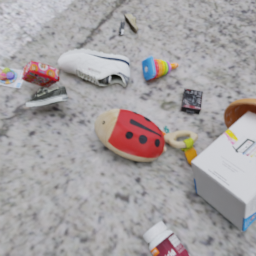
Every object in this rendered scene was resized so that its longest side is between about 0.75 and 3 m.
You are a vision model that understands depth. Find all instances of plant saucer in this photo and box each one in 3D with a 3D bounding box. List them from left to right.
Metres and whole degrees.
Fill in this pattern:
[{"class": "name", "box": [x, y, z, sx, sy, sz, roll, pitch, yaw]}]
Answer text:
[{"class": "plant saucer", "box": [4.291, 0.044, 8.674, 2.717, 2.717, 0.508, 37, 72, 18]}]

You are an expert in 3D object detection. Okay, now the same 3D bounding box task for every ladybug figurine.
[{"class": "ladybug figurine", "box": [0.175, 0.162, 9.267, 2.587, 0.931, 1.756, 22, 49, -12]}]

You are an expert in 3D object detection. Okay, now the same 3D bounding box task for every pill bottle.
[{"class": "pill bottle", "box": [1.131, 3.464, 7.871, 0.852, 0.852, 1.493, -32, 66, -16]}]

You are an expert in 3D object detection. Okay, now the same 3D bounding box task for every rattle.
[{"class": "rattle", "box": [1.721, 0.585, 9.839, 1.512, 1.080, 0.984, 6, 50, 40]}]

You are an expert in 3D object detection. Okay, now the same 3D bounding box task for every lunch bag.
[{"class": "lunch bag", "box": [-3.101, -1.898, 10.141, 1.237, 1.405, 0.576, 15, 79, -31]}]

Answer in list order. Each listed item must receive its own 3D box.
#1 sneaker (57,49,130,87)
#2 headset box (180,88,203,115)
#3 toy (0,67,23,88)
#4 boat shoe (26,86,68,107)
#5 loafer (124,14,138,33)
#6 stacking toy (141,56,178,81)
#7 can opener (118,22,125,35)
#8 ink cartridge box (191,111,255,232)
[{"class": "sneaker", "box": [-1.345, -2.262, 10.913, 2.867, 1.095, 1.154, 4, 69, 0]}, {"class": "headset box", "box": [2.400, -0.963, 10.592, 0.717, 0.372, 0.963, 10, 63, 6]}, {"class": "toy", "box": [-5.001, -2.141, 11.247, 1.563, 0.369, 0.900, 8, 62, 4]}, {"class": "boat shoe", "box": [-2.890, -1.097, 9.899, 1.822, 0.644, 0.580, -9, 93, 25]}, {"class": "loafer", "box": [0.210, -4.784, 12.658, 0.404, 0.447, 1.182, -25, 63, -6]}, {"class": "stacking toy", "box": [1.364, -2.392, 11.146, 1.533, 0.889, 0.841, -11, 91, -26]}, {"class": "can opener", "box": [-0.287, -4.531, 12.613, 0.222, 0.278, 0.832, 6, 61, 3]}, {"class": "ink cartridge box", "box": [3.465, 1.205, 8.212, 2.563, 1.887, 1.854, -38, 48, -15]}]
